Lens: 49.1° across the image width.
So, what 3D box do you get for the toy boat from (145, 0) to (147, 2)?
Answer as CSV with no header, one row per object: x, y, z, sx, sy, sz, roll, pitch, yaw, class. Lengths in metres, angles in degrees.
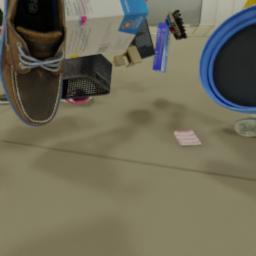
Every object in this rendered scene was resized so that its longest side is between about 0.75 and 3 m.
-0.415,-3.130,7.349,1.883,0.875,1.583,-34,32,27,toy boat

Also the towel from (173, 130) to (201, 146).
1.859,0.305,8.873,0.651,0.133,0.889,-3,26,-6,towel

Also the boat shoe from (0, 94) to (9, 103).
-4.643,-1.540,12.169,2.054,0.618,0.732,-18,31,-33,boat shoe

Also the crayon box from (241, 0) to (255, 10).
3.868,-2.316,8.388,0.727,2.493,2.151,-15,61,-28,crayon box

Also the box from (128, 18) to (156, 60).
0.408,-3.312,10.711,0.744,1.389,1.031,-20,12,-9,box

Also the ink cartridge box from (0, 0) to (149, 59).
-1.054,-1.925,5.101,2.462,0.828,1.431,-14,-7,-20,ink cartridge box

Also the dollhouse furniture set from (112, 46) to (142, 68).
-0.563,-2.769,9.023,1.973,1.745,1.097,-24,-1,-36,dollhouse furniture set

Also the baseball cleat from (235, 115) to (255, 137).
4.588,-0.061,8.919,2.174,0.758,1.157,11,28,21,baseball cleat

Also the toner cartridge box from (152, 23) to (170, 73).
1.455,-3.405,12.024,0.420,1.945,0.924,9,8,19,toner cartridge box

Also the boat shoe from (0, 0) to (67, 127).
-1.283,-1.140,3.763,0.898,2.486,0.900,-9,20,-26,boat shoe

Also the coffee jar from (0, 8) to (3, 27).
-3.566,-3.016,7.087,0.690,0.564,1.323,-36,3,-15,coffee jar

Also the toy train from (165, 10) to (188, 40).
1.889,-3.939,10.939,0.616,0.458,2.688,-16,-3,17,toy train

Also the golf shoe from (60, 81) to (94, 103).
-2.696,-1.520,11.812,2.557,0.963,1.170,-2,29,-2,golf shoe

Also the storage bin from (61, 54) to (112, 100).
-1.548,-1.504,7.982,1.935,0.907,1.308,-3,-16,26,storage bin

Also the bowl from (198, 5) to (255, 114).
3.239,-1.709,7.018,2.903,2.903,0.570,23,-1,40,bowl
